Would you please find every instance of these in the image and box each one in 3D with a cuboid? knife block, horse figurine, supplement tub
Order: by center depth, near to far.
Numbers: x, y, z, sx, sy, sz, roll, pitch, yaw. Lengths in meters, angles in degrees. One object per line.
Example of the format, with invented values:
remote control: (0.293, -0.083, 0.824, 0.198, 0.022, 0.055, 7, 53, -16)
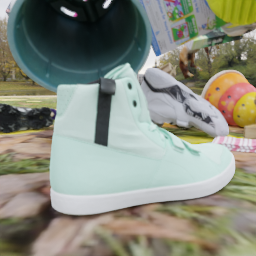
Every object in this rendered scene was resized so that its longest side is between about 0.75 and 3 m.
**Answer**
knife block: (3.496, 0.110, 7.081, 0.930, 0.297, 0.816, -7, 9, -42)
supplement tub: (-2.557, -3.134, 7.831, 1.398, 1.398, 1.928, -4, 8, -24)
horse figurine: (2.775, -3.118, 11.480, 0.585, 1.553, 2.344, -3, -34, -40)

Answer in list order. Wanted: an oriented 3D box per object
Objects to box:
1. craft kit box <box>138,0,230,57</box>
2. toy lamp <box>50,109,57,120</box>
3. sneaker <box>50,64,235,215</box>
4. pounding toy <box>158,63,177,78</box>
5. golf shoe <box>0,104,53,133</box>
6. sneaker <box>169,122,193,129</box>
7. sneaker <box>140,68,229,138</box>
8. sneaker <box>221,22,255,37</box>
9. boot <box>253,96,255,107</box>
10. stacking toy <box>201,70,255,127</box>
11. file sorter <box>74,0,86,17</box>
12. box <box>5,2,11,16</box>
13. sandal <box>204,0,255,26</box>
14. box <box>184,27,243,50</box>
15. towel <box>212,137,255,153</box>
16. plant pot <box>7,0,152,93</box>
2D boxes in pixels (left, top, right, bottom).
craft kit box: (1.223, -2.918, 6.334, 2.039, 2.065, 0.501, -21, 47, 9)
toy lamp: (-3.033, -0.484, 10.692, 0.467, 0.467, 1.605, 0, 7, 0)
sneaker: (0.381, 0.020, 3.379, 2.605, 1.537, 0.959, -4, 7, -32)
pounding toy: (1.573, -2.018, 10.599, 0.847, 0.441, 0.964, -28, 33, 25)
golf shoe: (-3.380, -0.251, 8.287, 2.162, 0.841, 1.022, 4, -4, -37)
sneaker: (1.916, -0.331, 9.128, 0.811, 0.596, 1.792, -4, 7, -10)
sneaker: (1.247, -0.294, 7.622, 2.770, 1.592, 1.041, 41, 26, 20)
sneaker: (3.603, -3.282, 7.425, 1.068, 1.054, 2.796, 31, -26, -35)
boot: (4.563, -0.143, 6.901, 2.985, 1.120, 1.601, 9, 30, -33)
stacking toy: (3.742, -0.664, 8.874, 1.909, 1.909, 2.612, -3, 24, -21)
file sorter: (-1.427, -3.366, 9.913, 1.154, 1.661, 1.042, 25, 29, -40)
box: (-3.511, -4.008, 9.100, 0.211, 1.120, 0.765, 24, -7, -2)
sandal: (2.904, -3.055, 6.186, 2.845, 1.131, 1.239, -6, 51, -15)
box: (2.731, -3.532, 10.057, 2.307, 0.419, 1.665, -19, 49, -21)
towel: (2.456, 0.326, 5.995, 1.275, 0.191, 0.933, 3, 8, 23)
plant pot: (-0.967, -2.422, 5.878, 2.560, 2.560, 2.508, -1, 50, -9)
